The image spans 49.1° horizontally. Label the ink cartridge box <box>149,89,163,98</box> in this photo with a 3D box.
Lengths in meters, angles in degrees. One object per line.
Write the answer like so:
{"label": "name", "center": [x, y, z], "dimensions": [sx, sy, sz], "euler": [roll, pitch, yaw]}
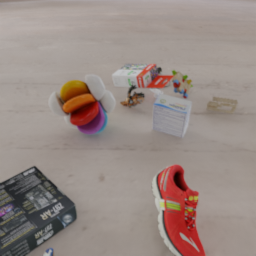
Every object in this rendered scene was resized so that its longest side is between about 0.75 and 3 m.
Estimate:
{"label": "ink cartridge box", "center": [1.356, -1.740, 13.815], "dimensions": [0.723, 0.184, 0.821], "euler": [28, 26, -2]}

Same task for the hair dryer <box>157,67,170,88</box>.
{"label": "hair dryer", "center": [0.847, -2.917, 15.479], "dimensions": [2.716, 0.738, 2.068], "euler": [-6, 35, -7]}

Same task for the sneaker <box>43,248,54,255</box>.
{"label": "sneaker", "center": [-2.087, 3.311, 6.379], "dimensions": [0.560, 0.478, 1.270], "euler": [4, 33, 5]}

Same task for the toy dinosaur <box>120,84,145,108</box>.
{"label": "toy dinosaur", "center": [0.160, -1.339, 12.826], "dimensions": [1.582, 0.808, 1.074], "euler": [6, 57, 32]}

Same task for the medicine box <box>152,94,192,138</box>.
{"label": "medicine box", "center": [1.694, -0.460, 10.988], "dimensions": [1.316, 1.445, 0.744], "euler": [17, 51, 17]}

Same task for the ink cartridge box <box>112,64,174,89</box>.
{"label": "ink cartridge box", "center": [0.703, -2.514, 13.461], "dimensions": [2.643, 0.666, 1.440], "euler": [8, 38, 33]}

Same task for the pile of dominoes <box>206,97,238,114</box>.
{"label": "pile of dominoes", "center": [4.218, -0.976, 12.546], "dimensions": [1.295, 0.206, 1.010], "euler": [14, 47, 36]}

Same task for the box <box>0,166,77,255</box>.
{"label": "box", "center": [-3.198, 2.410, 7.581], "dimensions": [2.857, 0.622, 2.288], "euler": [-29, 43, -36]}

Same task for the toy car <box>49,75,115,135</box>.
{"label": "toy car", "center": [-1.612, -0.657, 10.768], "dimensions": [2.168, 2.478, 1.858], "euler": [-27, 58, 7]}

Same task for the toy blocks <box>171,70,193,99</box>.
{"label": "toy blocks", "center": [2.560, -2.053, 13.726], "dimensions": [0.696, 1.393, 0.953], "euler": [-10, 50, 47]}

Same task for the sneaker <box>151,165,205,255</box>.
{"label": "sneaker", "center": [1.373, 2.076, 7.149], "dimensions": [1.038, 1.144, 2.695], "euler": [22, 36, -36]}
